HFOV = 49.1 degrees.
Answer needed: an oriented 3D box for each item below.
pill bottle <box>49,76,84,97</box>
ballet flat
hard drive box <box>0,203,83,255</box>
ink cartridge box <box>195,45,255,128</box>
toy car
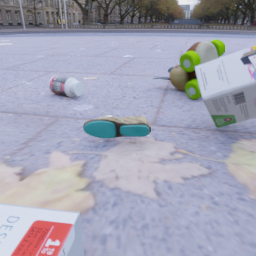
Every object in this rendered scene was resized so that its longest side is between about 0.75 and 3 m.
[{"bbox_3d":[-2.544,-1.718,11.635,1.414,0.783,0.783,14,27,32],"label":"pill bottle"},{"bbox_3d":[-0.282,-0.061,7.531,1.797,0.634,0.587,4,35,1],"label":"ballet flat"},{"bbox_3d":[-1.997,1.773,3.038,2.534,0.973,1.975,4,24,8],"label":"hard drive box"},{"bbox_3d":[3.416,-1.168,7.508,2.686,1.945,1.128,-17,60,22],"label":"ink cartridge box"},{"bbox_3d":[2.502,-2.530,12.242,2.280,2.190,2.776,-31,25,-35],"label":"toy car"}]
